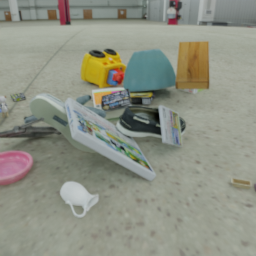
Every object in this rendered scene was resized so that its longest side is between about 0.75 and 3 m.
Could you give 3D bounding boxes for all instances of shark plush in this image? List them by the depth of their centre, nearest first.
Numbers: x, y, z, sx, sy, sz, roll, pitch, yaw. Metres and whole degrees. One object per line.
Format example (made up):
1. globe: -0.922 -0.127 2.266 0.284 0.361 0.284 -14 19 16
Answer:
1. shark plush: -2.242 -0.565 10.063 2.778 1.262 1.157 6 17 -20

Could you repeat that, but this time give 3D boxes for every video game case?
1. video game case: -0.604 0.291 8.345 2.713 0.298 2.473 33 12 -28
2. video game case: 1.422 -0.029 9.342 0.138 1.252 1.139 -17 -21 36

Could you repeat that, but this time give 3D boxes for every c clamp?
1. c clamp: -3.020 0.131 9.096 2.216 0.351 2.594 -13 -5 14

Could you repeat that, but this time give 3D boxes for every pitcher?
1. pitcher: -1.294 1.767 6.938 0.886 0.537 0.760 23 42 19

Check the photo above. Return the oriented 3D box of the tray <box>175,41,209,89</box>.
1. tray: 2.833 -2.802 12.250 1.349 0.506 2.735 2 52 12

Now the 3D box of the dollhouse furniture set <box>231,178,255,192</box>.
1. dollhouse furniture set: 3.248 1.422 7.412 0.926 0.657 0.733 8 27 16

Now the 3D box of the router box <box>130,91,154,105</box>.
1. router box: 0.577 -1.457 13.563 1.247 0.326 0.980 1 26 16

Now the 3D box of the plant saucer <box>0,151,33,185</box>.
1. plant saucer: -3.558 1.195 8.204 1.499 0.380 1.499 -1 26 0

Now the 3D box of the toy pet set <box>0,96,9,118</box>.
1. toy pet set: -6.129 -0.806 11.227 2.526 1.342 2.359 -15 29 -27

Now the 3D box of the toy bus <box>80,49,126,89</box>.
1. toy bus: -0.990 -3.272 16.112 2.551 1.803 2.657 32 36 27

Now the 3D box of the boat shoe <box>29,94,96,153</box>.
1. boat shoe: -1.901 -0.241 9.215 2.708 0.945 0.964 37 21 -17

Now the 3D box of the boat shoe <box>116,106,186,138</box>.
1. boat shoe: 1.037 -0.243 9.888 2.960 0.893 1.119 -4 43 -37

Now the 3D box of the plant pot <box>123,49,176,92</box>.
1. plant pot: 1.041 -3.035 14.494 2.823 1.901 2.823 -7 14 2

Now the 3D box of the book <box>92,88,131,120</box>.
1. book: -0.754 -1.147 12.582 1.585 0.570 2.373 -11 29 -4

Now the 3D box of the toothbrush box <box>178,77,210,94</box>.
1. toothbrush box: 3.609 -2.461 15.428 1.095 0.647 1.504 23 33 38

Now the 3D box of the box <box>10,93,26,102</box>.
1. box: -5.548 -1.547 14.105 0.601 0.166 0.750 -15 30 -28

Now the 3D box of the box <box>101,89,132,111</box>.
1. box: -0.503 -1.157 11.576 1.233 0.306 1.224 -15 27 3
